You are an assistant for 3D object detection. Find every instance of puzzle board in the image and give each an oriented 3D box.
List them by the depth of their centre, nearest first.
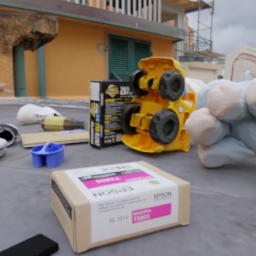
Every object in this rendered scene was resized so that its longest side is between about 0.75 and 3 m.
[{"bbox_3d":[-2.499,0.380,9.997,2.446,0.213,1.843,-4,9,-24],"label":"puzzle board"}]

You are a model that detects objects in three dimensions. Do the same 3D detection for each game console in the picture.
[{"bbox_3d":[-0.931,1.494,3.077,1.069,0.129,0.631,8,12,38],"label":"game console"}]

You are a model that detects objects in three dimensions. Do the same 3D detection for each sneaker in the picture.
[{"bbox_3d":[-4.530,0.234,9.002,2.063,0.779,1.174,-3,7,-32],"label":"sneaker"},{"bbox_3d":[-4.485,-0.630,14.551,1.151,0.979,2.601,18,15,24],"label":"sneaker"}]

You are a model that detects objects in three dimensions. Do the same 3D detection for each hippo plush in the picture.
[{"bbox_3d":[2.835,-0.580,6.804,2.979,2.373,2.395,-1,40,7],"label":"hippo plush"}]

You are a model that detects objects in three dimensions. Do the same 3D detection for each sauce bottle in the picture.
[{"bbox_3d":[-2.755,-0.144,12.118,1.990,0.644,0.644,5,10,13],"label":"sauce bottle"}]

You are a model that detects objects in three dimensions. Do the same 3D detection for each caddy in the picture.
[{"bbox_3d":[-2.053,0.644,7.186,0.743,0.552,1.051,1,9,2],"label":"caddy"}]

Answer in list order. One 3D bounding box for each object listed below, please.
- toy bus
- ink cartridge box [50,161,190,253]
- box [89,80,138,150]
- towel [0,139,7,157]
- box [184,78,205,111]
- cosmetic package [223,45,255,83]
[{"bbox_3d":[1.318,-0.564,8.578,2.555,2.661,1.806,8,5,-36],"label":"toy bus"},{"bbox_3d":[-0.170,1.045,4.254,1.738,0.653,1.432,-3,8,-27],"label":"ink cartridge box"},{"bbox_3d":[-0.078,-0.534,9.532,2.689,2.147,0.664,-9,14,-43],"label":"box"},{"bbox_3d":[-4.001,0.622,7.549,1.200,0.513,0.993,1,10,-7],"label":"towel"},{"bbox_3d":[3.053,-1.056,12.188,1.172,1.301,2.313,3,36,-30],"label":"box"},{"bbox_3d":[4.019,-1.450,9.644,1.232,2.384,1.040,13,-13,-13],"label":"cosmetic package"}]
